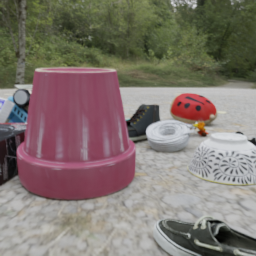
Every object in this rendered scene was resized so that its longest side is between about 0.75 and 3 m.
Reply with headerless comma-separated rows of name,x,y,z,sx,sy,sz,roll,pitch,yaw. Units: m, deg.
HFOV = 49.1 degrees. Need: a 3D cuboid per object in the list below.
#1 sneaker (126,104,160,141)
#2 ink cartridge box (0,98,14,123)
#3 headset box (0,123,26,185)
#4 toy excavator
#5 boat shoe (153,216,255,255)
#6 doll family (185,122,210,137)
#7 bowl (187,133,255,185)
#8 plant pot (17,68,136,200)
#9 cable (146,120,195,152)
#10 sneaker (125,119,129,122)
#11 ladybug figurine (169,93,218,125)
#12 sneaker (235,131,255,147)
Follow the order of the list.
sneaker,0.190,-0.216,10.232,2.409,1.280,0.901,-6,6,-37
ink cartridge box,-5.103,-0.249,10.397,1.849,1.867,0.405,14,-16,48
headset box,-3.585,0.534,7.281,2.003,1.040,2.692,2,10,7
toy excavator,-4.747,-0.425,11.513,2.822,2.902,1.450,42,8,2
boat shoe,1.127,1.470,3.682,1.801,0.574,0.637,9,14,39
doll family,2.547,-0.010,11.128,1.395,0.629,0.866,1,13,7
bowl,2.497,0.647,7.049,1.957,0.918,1.957,0,10,0
plant pot,-1.158,-0.095,6.427,2.754,2.465,2.754,1,15,0
cable,1.317,0.241,9.252,1.418,0.491,1.418,-26,34,-24
sneaker,0.208,-0.091,11.360,1.405,0.545,0.641,1,-22,37
ladybug figurine,3.185,-1.012,13.894,1.923,1.019,2.833,-32,33,-22
sneaker,3.335,0.423,8.794,1.370,0.681,0.476,8,14,32
